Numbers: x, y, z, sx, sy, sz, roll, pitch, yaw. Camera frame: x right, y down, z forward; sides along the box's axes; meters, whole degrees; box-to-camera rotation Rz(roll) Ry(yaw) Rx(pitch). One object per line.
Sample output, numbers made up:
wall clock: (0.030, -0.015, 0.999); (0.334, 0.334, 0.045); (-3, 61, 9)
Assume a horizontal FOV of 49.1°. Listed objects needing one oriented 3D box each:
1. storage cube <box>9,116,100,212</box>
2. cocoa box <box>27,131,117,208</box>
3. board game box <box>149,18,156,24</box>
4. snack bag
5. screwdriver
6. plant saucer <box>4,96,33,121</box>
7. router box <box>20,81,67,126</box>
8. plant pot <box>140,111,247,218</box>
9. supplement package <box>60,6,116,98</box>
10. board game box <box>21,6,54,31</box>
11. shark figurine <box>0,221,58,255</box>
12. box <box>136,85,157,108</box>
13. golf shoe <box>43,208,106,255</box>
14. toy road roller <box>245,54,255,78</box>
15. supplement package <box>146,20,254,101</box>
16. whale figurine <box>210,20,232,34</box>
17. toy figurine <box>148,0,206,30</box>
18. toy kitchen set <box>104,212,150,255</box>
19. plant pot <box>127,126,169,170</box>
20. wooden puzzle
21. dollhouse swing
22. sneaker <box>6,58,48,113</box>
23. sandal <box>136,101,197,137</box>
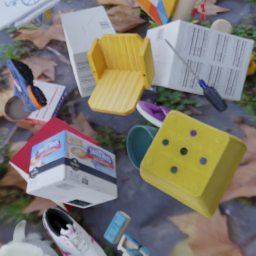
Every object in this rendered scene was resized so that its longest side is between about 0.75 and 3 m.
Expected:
storage cube: (-2.044, 1.130, 8.562); (2.065, 1.765, 1.856); (30, 63, 17)
cocoa box: (-0.939, 0.785, 4.966); (0.891, 1.336, 0.876); (-24, 54, 28)
board game box: (1.750, -4.972, 13.366); (1.392, 0.163, 0.729); (38, 63, 21)
snack bag: (-3.316, -3.557, 7.599); (2.665, 0.285, 2.513); (-29, 64, 5)
screwdriver: (1.556, -1.244, 6.452); (0.312, 0.299, 2.144); (-33, 86, -26)
plant saucer: (-3.047, -0.562, 7.915); (0.870, 0.150, 0.870); (-1, 66, 2)
router box: (-3.371, -0.949, 10.662); (1.551, 0.422, 1.728); (12, 59, 8)
plant pot: (1.353, 0.684, 6.270); (1.964, 1.732, 1.964); (27, 86, 24)
supplement package: (-1.369, -2.869, 10.756); (1.705, 2.318, 2.217); (-15, 60, -9)
board game box: (-3.629, -4.561, 10.120); (0.448, 1.762, 2.603); (26, 21, 13)
shark figurine: (-2.169, 3.526, 7.566); (2.885, 1.204, 1.724); (21, 94, 21)
box: (0.278, -1.344, 10.592); (1.569, 0.959, 0.832); (1, 57, 0)
golf shoe: (-1.501, 3.163, 7.680); (2.426, 1.117, 0.881); (36, 64, 19)
toy road roller: (4.571, -2.649, 11.429); (1.286, 0.939, 0.790); (39, 65, 22)
supplement package: (1.791, -1.840, 7.944); (2.233, 2.135, 1.642); (7, 100, -20)
whale figurine: (4.056, -4.122, 12.601); (1.120, 0.731, 1.408); (18, 83, -5)
toy figurine: (2.393, -4.207, 12.197); (2.700, 1.424, 1.618); (-17, 73, -6)
toy kitchen set: (-0.104, 2.569, 6.484); (1.247, 0.999, 0.734); (28, 86, 34)
plant pot: (0.773, 0.614, 9.230); (0.981, 1.464, 1.464); (-6, 54, -36)
wooden puzzle: (0.947, -4.437, 9.253); (2.623, 2.427, 0.488); (43, 73, 8)
dollhouse swing: (-0.350, -1.331, 6.914); (1.581, 1.437, 1.390); (11, 47, 27)
sneaker: (-2.887, -1.146, 7.587); (0.666, 0.640, 1.699); (-33, 80, 19)
sandal: (1.478, -0.207, 8.488); (2.620, 0.644, 1.066); (33, 23, 7)
